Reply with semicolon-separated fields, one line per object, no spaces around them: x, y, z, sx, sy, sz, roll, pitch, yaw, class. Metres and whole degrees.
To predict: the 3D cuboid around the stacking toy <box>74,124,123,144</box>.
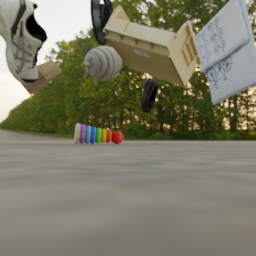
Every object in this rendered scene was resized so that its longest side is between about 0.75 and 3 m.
-1.034;0.299;10.085;1.753;0.748;0.748;6;-4;-9;stacking toy

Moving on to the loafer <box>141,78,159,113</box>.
0.907;-1.231;11.489;0.527;1.675;0.602;29;47;27;loafer

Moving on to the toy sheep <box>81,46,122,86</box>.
-0.963;-2.315;10.273;1.389;1.389;2.014;-2;16;33;toy sheep

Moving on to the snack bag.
3.188;-2.361;9.337;0.305;2.853;2.690;-8;-8;-18;snack bag

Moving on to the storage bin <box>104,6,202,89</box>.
0.701;-2.216;7.702;2.104;0.986;2.089;26;-6;29;storage bin

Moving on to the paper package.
-3.329;-1.947;10.694;1.211;0.627;1.154;-31;11;33;paper package

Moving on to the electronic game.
-0.748;-3.182;7.966;0.340;1.633;1.633;1;-2;14;electronic game

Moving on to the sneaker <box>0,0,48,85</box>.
-2.936;-2.381;8.234;1.216;1.049;2.773;3;-41;2;sneaker
